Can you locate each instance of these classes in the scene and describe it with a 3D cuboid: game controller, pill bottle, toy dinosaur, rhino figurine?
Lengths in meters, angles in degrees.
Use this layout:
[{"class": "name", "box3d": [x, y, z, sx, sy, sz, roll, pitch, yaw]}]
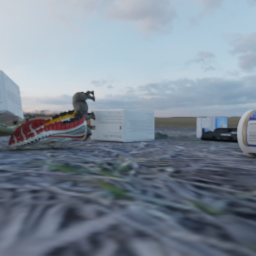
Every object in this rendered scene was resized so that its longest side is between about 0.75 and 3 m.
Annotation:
[{"class": "game controller", "box3d": [3.841, 0.318, 10.162, 1.298, 0.524, 2.488, -17, 9, -29]}, {"class": "pill bottle", "box3d": [2.798, 0.105, 4.705, 0.906, 0.906, 1.633, -1, 1, -35]}, {"class": "toy dinosaur", "box3d": [-3.877, -0.079, 10.001, 0.500, 0.929, 2.107, 18, -1, 30]}, {"class": "rhino figurine", "box3d": [-1.591, -0.431, 9.998, 0.805, 1.841, 0.550, -1, 5, -13]}]

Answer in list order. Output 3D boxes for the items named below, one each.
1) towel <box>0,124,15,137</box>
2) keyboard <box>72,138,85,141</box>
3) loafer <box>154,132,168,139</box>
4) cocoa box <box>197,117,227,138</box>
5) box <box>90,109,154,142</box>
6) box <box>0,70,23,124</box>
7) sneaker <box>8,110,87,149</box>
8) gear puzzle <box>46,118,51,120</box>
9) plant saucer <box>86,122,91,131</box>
[{"class": "towel", "box3d": [-4.031, 0.018, 6.046, 2.344, 0.420, 2.434, -9, -9, -3]}, {"class": "keyboard", "box3d": [-2.322, 0.403, 10.905, 0.802, 0.171, 1.335, 1, 0, 40]}, {"class": "loafer", "box3d": [1.314, 0.348, 11.814, 0.777, 0.292, 0.271, 12, -13, -32]}, {"class": "cocoa box", "box3d": [3.710, -0.002, 12.345, 0.907, 0.921, 1.382, 1, 1, 36]}, {"class": "box", "box3d": [-0.208, -0.096, 10.607, 1.770, 1.163, 1.779, 1, 1, 40]}, {"class": "box", "box3d": [-3.405, -0.617, 6.580, 1.462, 0.956, 1.455, -9, -5, -8]}, {"class": "sneaker", "box3d": [-1.979, 0.228, 6.973, 1.987, 0.816, 0.773, -13, 38, -2]}, {"class": "gear puzzle", "box3d": [-4.490, 0.176, 12.857, 1.546, 0.391, 2.985, -23, 4, -30]}, {"class": "plant saucer", "box3d": [-0.930, -0.234, 13.286, 2.413, 0.355, 2.413, -10, 5, 1]}]
